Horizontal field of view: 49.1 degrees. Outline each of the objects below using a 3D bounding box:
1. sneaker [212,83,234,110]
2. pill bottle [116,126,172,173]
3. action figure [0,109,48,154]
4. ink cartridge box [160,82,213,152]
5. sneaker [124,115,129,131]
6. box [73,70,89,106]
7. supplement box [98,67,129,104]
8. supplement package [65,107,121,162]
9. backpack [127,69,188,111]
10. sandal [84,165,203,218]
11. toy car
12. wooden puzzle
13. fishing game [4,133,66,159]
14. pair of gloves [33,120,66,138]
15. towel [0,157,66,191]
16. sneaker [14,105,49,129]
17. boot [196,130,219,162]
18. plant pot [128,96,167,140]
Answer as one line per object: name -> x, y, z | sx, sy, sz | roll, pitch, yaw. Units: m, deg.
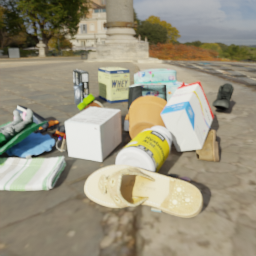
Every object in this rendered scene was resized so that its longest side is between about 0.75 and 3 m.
sneaker -> 4.491, -1.531, 13.155 | 0.753, 1.308, 2.507 | 16, 5, 17
pill bottle -> 0.501, 0.610, 7.150 | 0.986, 0.986, 1.773 | 8, 26, 24
action figure -> -3.782, 0.435, 7.701 | 1.712, 0.793, 2.898 | -5, 30, 30
ink cartridge box -> 1.989, -0.507, 8.870 | 0.804, 1.390, 2.392 | -12, 26, 35
sneaker -> 0.757, -0.226, 10.351 | 1.815, 0.768, 0.661 | 2, 2, 5
box -> -2.419, -2.032, 14.461 | 0.399, 1.834, 1.469 | -8, 20, -25
supplement box -> -0.828, -2.471, 15.942 | 1.193, 1.776, 1.778 | -9, 19, -26
supplement package -> -1.001, 0.142, 8.519 | 1.117, 1.125, 1.482 | 7, 23, 20
backpack -> 1.454, -1.647, 12.937 | 2.774, 2.088, 2.462 | 3, 6, -7
sandal -> 0.111, 1.097, 5.394 | 2.544, 0.933, 0.837 | 6, -25, 25
toy car -> -1.556, -0.268, 9.976 | 1.436, 1.180, 1.133 | -43, 7, -37
wooden puzzle -> 0.960, 1.452, 6.219 | 0.990, 0.117, 1.669 | 14, 22, 38
fishing game -> -3.055, 0.578, 8.695 | 2.216, 0.345, 1.587 | -2, 23, -7
pair of gloves -> -2.785, -0.016, 10.766 | 1.667, 0.206, 1.486 | 7, 19, 20
towel -> -2.722, 1.097, 7.038 | 2.012, 0.309, 1.501 | 0, 17, 2
sneaker -> -3.718, -0.250, 10.743 | 1.626, 0.667, 0.570 | 30, 7, 24
boot -> 2.395, 0.504, 8.526 | 0.655, 0.639, 1.736 | -7, 17, 18
plant pot -> 0.673, -0.115, 9.113 | 1.545, 1.545, 1.081 | 4, 38, 13
